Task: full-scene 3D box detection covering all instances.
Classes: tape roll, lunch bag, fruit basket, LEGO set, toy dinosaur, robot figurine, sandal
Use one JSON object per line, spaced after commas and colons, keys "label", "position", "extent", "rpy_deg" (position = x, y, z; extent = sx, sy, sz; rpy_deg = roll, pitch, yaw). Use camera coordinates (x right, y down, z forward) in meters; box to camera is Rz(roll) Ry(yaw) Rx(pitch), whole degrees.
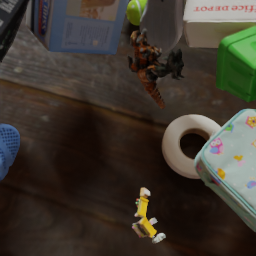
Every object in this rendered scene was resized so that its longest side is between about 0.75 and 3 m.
{"label": "tape roll", "position": [1.870, 0.496, 7.838], "extent": [1.840, 0.336, 1.840], "rpy_deg": [0, 66, 0]}
{"label": "lunch bag", "position": [1.658, 0.572, 3.654], "extent": [1.202, 0.577, 1.498], "rpy_deg": [-41, 74, -10]}
{"label": "fruit basket", "position": [2.258, -1.362, 5.018], "extent": [1.731, 1.249, 1.731], "rpy_deg": [-7, 50, 8]}
{"label": "LEGO set", "position": [0.226, 1.358, 4.277], "extent": [0.381, 0.308, 0.829], "rpy_deg": [-6, 67, -37]}
{"label": "toy dinosaur", "position": [0.512, -1.133, 5.302], "extent": [0.987, 1.454, 0.743], "rpy_deg": [-9, 36, 26]}
{"label": "robot figurine", "position": [0.607, -3.987, 9.518], "extent": [1.446, 0.837, 1.269], "rpy_deg": [-16, 44, -6]}
{"label": "sandal", "position": [-2.546, 0.883, 4.796], "extent": [1.095, 1.000, 2.516], "rpy_deg": [-10, 39, 27]}

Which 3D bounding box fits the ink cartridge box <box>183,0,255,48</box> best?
{"label": "ink cartridge box", "position": [2.249, -2.961, 5.881], "extent": [1.787, 1.010, 2.440], "rpy_deg": [8, 76, 20]}

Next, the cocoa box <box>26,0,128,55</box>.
{"label": "cocoa box", "position": [-1.139, -3.345, 6.483], "extent": [1.856, 2.784, 1.827], "rpy_deg": [-7, 39, -34]}

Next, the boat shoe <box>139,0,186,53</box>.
{"label": "boat shoe", "position": [0.935, -2.848, 6.375], "extent": [1.072, 2.978, 0.924], "rpy_deg": [29, 74, 9]}

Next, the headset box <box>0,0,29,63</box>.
{"label": "headset box", "position": [-3.173, -1.943, 5.836], "extent": [1.182, 2.218, 2.548], "rpy_deg": [27, 54, -23]}
